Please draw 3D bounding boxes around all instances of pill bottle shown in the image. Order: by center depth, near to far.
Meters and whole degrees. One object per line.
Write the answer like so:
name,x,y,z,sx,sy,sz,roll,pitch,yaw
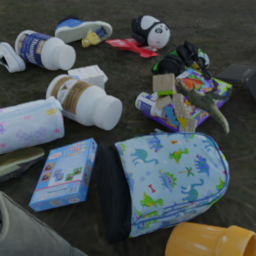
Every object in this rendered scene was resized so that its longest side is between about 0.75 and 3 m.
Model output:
pill bottle,0.727,-0.663,8.481,0.896,0.537,0.537,30,48,28
pill bottle,-1.364,-0.770,8.790,2.209,1.263,1.263,23,45,26
pill bottle,-3.415,-3.165,11.658,2.352,1.305,1.305,22,44,24

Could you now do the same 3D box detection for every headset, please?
headset,2.011,-2.335,10.472,1.739,1.323,2.816,-40,20,-10

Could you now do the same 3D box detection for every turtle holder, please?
turtle holder,2.848,-2.686,11.518,1.028,0.781,0.730,-21,60,-36

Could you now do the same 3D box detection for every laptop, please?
laptop,4.257,-1.512,10.109,1.782,1.033,1.669,16,36,37

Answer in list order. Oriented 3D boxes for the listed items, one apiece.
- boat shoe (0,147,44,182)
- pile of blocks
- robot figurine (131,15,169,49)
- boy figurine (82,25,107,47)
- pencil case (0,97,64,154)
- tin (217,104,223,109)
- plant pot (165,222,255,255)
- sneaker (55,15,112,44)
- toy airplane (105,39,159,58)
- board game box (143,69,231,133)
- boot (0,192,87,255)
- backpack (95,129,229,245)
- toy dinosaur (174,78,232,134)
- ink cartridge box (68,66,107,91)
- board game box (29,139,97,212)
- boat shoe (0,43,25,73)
boat shoe,-2.982,0.993,7.223,0.630,0.579,1.762,22,28,35
pile of blocks,1.331,-0.627,8.132,0.834,0.631,2.031,-27,80,17
robot figurine,1.024,-4.598,13.316,2.019,1.517,1.260,42,13,29
boy figurine,-1.666,-4.334,13.340,1.309,0.422,0.814,-32,77,1
pencil case,-3.311,-0.015,7.838,2.965,1.345,1.232,-14,42,-17
tin,2.864,-0.870,9.764,0.863,0.181,0.483,5,39,10
plant pot,1.447,2.371,5.068,1.305,1.425,1.425,10,38,37
sneaker,-2.267,-5.099,14.173,2.791,1.071,1.553,-10,49,-1
toy airplane,0.265,-3.720,12.923,2.702,0.497,2.702,7,25,-3
board game box,1.987,-0.940,9.379,1.721,0.573,2.559,32,54,33
boot,-1.196,1.936,4.250,2.589,2.847,1.033,15,51,20
backpack,0.819,1.125,6.165,2.707,2.081,2.208,4,52,-21
toy dinosaur,2.443,-0.894,8.382,1.090,0.587,2.474,-42,53,2
ink cartridge box,-1.451,-1.692,10.279,1.273,0.797,0.818,-14,42,-16
board game box,-1.540,1.106,6.903,1.345,0.325,1.779,-17,37,18
boat shoe,-5.181,-3.009,11.884,0.703,0.775,2.107,-29,49,-32
